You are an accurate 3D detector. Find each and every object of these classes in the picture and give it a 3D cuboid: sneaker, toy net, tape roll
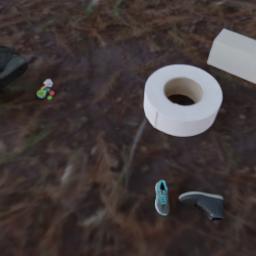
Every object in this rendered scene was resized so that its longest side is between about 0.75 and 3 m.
[{"bbox_3d":[1.804,1.925,6.843,1.090,0.408,0.579,4,52,1],"label":"sneaker"},{"bbox_3d":[-2.674,-1.326,9.292,0.480,0.177,0.915,4,55,3],"label":"toy net"},{"bbox_3d":[0.848,1.714,7.001,0.347,0.408,0.894,-4,55,-2],"label":"sneaker"},{"bbox_3d":[1.619,-0.868,8.578,2.301,0.805,2.301,0,55,0],"label":"tape roll"},{"bbox_3d":[-4.570,-1.858,9.049,1.374,0.917,2.400,38,58,4],"label":"sneaker"}]

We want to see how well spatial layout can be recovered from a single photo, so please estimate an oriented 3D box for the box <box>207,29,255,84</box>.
[{"bbox_3d":[4.123,-2.272,9.432,2.609,1.072,0.892,30,60,18],"label":"box"}]
